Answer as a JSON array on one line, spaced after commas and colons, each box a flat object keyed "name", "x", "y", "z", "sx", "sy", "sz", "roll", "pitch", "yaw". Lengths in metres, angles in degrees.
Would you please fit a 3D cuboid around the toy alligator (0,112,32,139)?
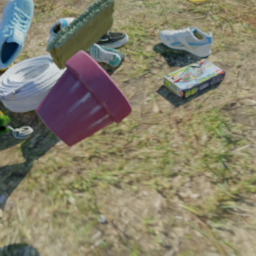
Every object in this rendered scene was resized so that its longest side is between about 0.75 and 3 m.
[{"name": "toy alligator", "x": -1.963, "y": -0.103, "z": 3.901, "sx": 1.487, "sy": 0.357, "sz": 0.493, "roll": 2, "pitch": 31, "yaw": 22}]

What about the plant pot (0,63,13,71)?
[{"name": "plant pot", "x": -6.023, "y": -3.128, "z": 11.995, "sx": 1.273, "sy": 1.794, "sz": 1.794, "roll": -24, "pitch": 47, "yaw": 3}]

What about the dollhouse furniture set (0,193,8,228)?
[{"name": "dollhouse furniture set", "x": -3.012, "y": 1.338, "z": 5.134, "sx": 1.000, "sy": 1.929, "sz": 0.854, "roll": 0, "pitch": 66, "yaw": 36}]

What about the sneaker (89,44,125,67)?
[{"name": "sneaker", "x": -0.962, "y": -3.383, "z": 12.929, "sx": 1.910, "sy": 0.741, "sz": 0.871, "roll": 31, "pitch": 37, "yaw": 23}]

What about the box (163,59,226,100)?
[{"name": "box", "x": 2.761, "y": -2.074, "z": 11.670, "sx": 2.348, "sy": 0.408, "sz": 1.292, "roll": -27, "pitch": 51, "yaw": -25}]

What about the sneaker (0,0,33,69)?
[{"name": "sneaker", "x": -3.670, "y": -3.101, "z": 9.202, "sx": 1.081, "sy": 2.639, "sz": 0.976, "roll": 29, "pitch": 7, "yaw": 36}]

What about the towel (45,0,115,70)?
[{"name": "towel", "x": -1.332, "y": -2.792, "z": 8.269, "sx": 2.475, "sy": 1.836, "sz": 0.452, "roll": -44, "pitch": 90, "yaw": -8}]

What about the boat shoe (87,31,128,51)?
[{"name": "boat shoe", "x": -1.243, "y": -4.407, "z": 13.722, "sx": 2.626, "sy": 0.836, "sz": 0.929, "roll": -15, "pitch": 47, "yaw": -14}]

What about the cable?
[{"name": "cable", "x": -3.507, "y": -1.762, "z": 10.549, "sx": 2.860, "sy": 0.990, "sz": 2.860, "roll": -20, "pitch": 37, "yaw": -4}]

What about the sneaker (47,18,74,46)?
[{"name": "sneaker", "x": -2.267, "y": -2.978, "z": 8.923, "sx": 0.611, "sy": 1.514, "sz": 0.579, "roll": -24, "pitch": 86, "yaw": -45}]

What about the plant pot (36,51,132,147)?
[{"name": "plant pot", "x": -1.087, "y": -0.525, "z": 6.411, "sx": 1.635, "sy": 1.826, "sz": 1.826, "roll": -43, "pitch": 54, "yaw": -4}]

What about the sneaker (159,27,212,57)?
[{"name": "sneaker", "x": 2.772, "y": -4.356, "z": 13.503, "sx": 2.694, "sy": 1.088, "sz": 1.031, "roll": 23, "pitch": 51, "yaw": 23}]
